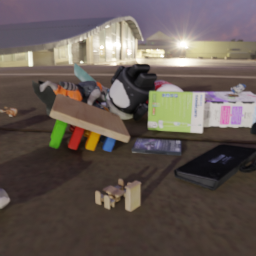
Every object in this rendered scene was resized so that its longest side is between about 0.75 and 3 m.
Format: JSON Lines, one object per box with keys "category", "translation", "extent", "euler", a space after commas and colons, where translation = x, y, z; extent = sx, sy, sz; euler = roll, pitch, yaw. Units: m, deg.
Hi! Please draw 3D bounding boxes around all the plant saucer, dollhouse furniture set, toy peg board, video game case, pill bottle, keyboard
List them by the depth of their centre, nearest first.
{"category": "dollhouse furniture set", "translation": [-0.151, 1.231, 5.462], "extent": [0.755, 0.491, 0.693], "euler": [14, 21, 39]}
{"category": "keyboard", "translation": [2.452, 0.924, 6.893], "extent": [1.569, 0.335, 2.614], "euler": [6, 17, 42]}
{"category": "video game case", "translation": [0.888, 0.561, 8.455], "extent": [1.415, 0.134, 1.011], "euler": [2, 16, 11]}
{"category": "toy peg board", "translation": [-1.348, 0.034, 8.708], "extent": [2.258, 1.109, 2.267], "euler": [20, 14, -16]}
{"category": "pill bottle", "translation": [1.602, -1.151, 11.931], "extent": [1.490, 1.490, 2.655], "euler": [-2, 16, -7]}
{"category": "plant saucer", "translation": [-2.004, -2.416, 15.652], "extent": [2.951, 0.530, 2.951], "euler": [42, 2, -2]}

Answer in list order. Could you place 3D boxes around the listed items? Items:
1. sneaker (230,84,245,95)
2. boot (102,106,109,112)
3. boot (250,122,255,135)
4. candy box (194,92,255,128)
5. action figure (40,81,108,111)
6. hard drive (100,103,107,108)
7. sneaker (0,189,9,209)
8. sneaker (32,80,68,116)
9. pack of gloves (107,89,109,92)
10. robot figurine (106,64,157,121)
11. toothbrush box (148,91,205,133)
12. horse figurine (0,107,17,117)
{"category": "sneaker", "translation": [4.516, -1.624, 11.448], "extent": [0.929, 0.396, 0.358], "euler": [-22, 70, -47]}
{"category": "boot", "translation": [-1.175, -0.777, 12.694], "extent": [0.938, 0.330, 0.672], "euler": [10, 13, 13]}
{"category": "boot", "translation": [4.871, 0.065, 9.628], "extent": [1.092, 0.417, 0.917], "euler": [-5, 12, -38]}
{"category": "candy box", "translation": [3.886, -0.809, 11.525], "extent": [2.943, 1.053, 2.469], "euler": [1, 16, 5]}
{"category": "action figure", "translation": [-1.641, -1.183, 10.937], "extent": [2.713, 1.419, 2.624], "euler": [34, 31, 24]}
{"category": "hard drive", "translation": [-0.209, -1.147, 14.080], "extent": [1.461, 0.291, 2.216], "euler": [15, 22, 42]}
{"category": "sneaker", "translation": [-3.240, 1.090, 5.147], "extent": [2.263, 0.928, 0.846], "euler": [5, 17, 18]}
{"category": "sneaker", "translation": [-2.772, -1.265, 12.195], "extent": [2.989, 1.559, 0.897], "euler": [6, 18, 22]}
{"category": "pack of gloves", "translation": [-0.423, -2.100, 16.360], "extent": [2.418, 0.477, 2.031], "euler": [8, 17, -13]}
{"category": "robot figurine", "translation": [0.082, -1.450, 11.363], "extent": [1.567, 2.511, 1.886], "euler": [24, 43, -17]}
{"category": "toothbrush box", "translation": [1.720, -0.596, 10.029], "extent": [1.911, 1.391, 0.823], "euler": [3, 8, 14]}
{"category": "horse figurine", "translation": [-5.319, -0.733, 12.636], "extent": [0.720, 0.271, 1.087], "euler": [10, 9, -7]}
